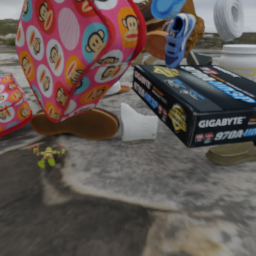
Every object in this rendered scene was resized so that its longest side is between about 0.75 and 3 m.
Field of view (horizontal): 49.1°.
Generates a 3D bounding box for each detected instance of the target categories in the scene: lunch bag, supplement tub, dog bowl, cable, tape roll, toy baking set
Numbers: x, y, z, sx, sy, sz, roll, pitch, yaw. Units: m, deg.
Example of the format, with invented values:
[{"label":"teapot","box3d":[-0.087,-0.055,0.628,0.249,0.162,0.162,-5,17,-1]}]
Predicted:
[{"label":"lunch bag","box3d":[-1.218,-1.776,5.353,1.205,2.591,2.942,-24,-11,-40]},{"label":"supplement tub","box3d":[4.304,-1.873,10.757,1.789,2.461,1.789,0,19,0]},{"label":"dog bowl","box3d":[1.280,-3.757,7.768,0.400,1.616,0.901,7,32,-42]},{"label":"lunch bag","box3d":[-4.168,-0.620,8.472,2.118,0.985,2.405,-28,42,-13]},{"label":"cable","box3d":[3.141,-3.448,8.652,0.493,1.424,1.424,-1,48,45]},{"label":"tape roll","box3d":[-0.965,-2.073,14.023,1.138,0.398,1.138,-8,31,5]},{"label":"toy baking set","box3d":[0.976,-2.741,9.318,2.149,1.649,0.250,-38,75,-16]}]

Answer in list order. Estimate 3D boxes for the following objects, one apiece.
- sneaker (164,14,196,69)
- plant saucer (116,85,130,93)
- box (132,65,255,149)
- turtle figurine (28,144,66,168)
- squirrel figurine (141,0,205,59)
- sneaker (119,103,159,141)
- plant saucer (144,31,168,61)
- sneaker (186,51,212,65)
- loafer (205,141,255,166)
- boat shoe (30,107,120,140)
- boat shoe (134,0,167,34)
[{"label":"sneaker","box3d":[1.011,-1.867,6.022,0.443,1.198,0.493,30,23,35]},{"label":"plant saucer","box3d":[-0.514,-2.038,14.657,1.257,0.203,1.257,-1,20,0]},{"label":"box","box3d":[1.637,-0.657,5.912,2.351,0.680,2.958,-4,28,-17]},{"label":"turtle figurine","box3d":[-1.988,0.682,6.797,0.928,0.299,0.749,2,26,-10]},{"label":"squirrel figurine","box3d":[1.536,-3.772,10.915,2.479,2.656,1.880,-47,10,-11]},{"label":"sneaker","box3d":[0.331,-0.186,8.735,1.176,0.750,2.036,-1,29,-7]},{"label":"plant saucer","box3d":[0.942,-2.225,7.578,1.166,0.218,1.166,22,-15,6]},{"label":"sneaker","box3d":[2.150,-1.747,8.015,0.693,0.488,1.305,3,49,-9]},{"label":"loafer","box3d":[2.701,0.500,6.870,1.722,0.581,0.655,-5,20,-15]},{"label":"boat shoe","box3d":[-1.523,-0.295,8.473,2.808,0.988,0.987,6,25,17]},{"label":"boat shoe","box3d":[0.093,-3.342,8.619,0.999,0.998,2.838,-29,4,44]}]
